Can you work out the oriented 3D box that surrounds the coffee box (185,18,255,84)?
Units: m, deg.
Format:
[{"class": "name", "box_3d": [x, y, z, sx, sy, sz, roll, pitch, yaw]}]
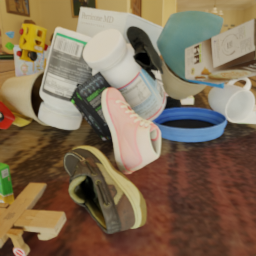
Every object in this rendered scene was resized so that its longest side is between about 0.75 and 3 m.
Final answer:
[{"class": "coffee box", "box_3d": [2.097, -1.417, 5.600, 1.017, 0.709, 1.778, 2, -3, -27]}]

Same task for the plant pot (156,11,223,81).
[{"class": "plant pot", "box_3d": [1.737, -2.759, 8.790, 1.441, 2.139, 2.139, 26, 18, -5]}]

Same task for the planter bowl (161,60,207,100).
[{"class": "planter bowl", "box_3d": [1.906, -1.767, 9.894, 1.798, 1.210, 1.798, 8, 53, -11]}]

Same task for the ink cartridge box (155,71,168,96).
[{"class": "ink cartridge box", "box_3d": [1.276, -1.740, 11.302, 1.129, 1.541, 0.638, 19, -32, -38]}]

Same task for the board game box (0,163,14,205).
[{"class": "board game box", "box_3d": [-2.583, 0.969, 5.224, 1.007, 0.771, 0.203, 10, 21, 29]}]

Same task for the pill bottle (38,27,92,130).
[{"class": "pill bottle", "box_3d": [-1.793, -1.478, 8.655, 1.588, 2.808, 1.588, 18, 14, -5]}]

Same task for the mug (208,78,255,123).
[{"class": "mug", "box_3d": [3.460, -1.072, 9.399, 1.110, 1.503, 1.318, 30, 10, -29]}]

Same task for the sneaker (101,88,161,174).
[{"class": "sneaker", "box_3d": [0.119, -0.102, 5.651, 0.984, 1.883, 0.709, -26, -23, 28]}]

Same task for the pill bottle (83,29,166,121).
[{"class": "pill bottle", "box_3d": [-0.061, -1.396, 8.072, 1.499, 2.756, 1.499, -16, 51, 22]}]

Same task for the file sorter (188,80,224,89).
[{"class": "file sorter", "box_3d": [2.430, -1.873, 8.632, 1.254, 0.870, 0.769, 21, 71, 39]}]

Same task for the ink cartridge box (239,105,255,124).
[{"class": "ink cartridge box", "box_3d": [4.423, -0.534, 10.040, 0.789, 0.453, 1.346, 4, 18, 30]}]

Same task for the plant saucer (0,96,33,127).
[{"class": "plant saucer", "box_3d": [-4.042, -0.570, 9.567, 1.599, 0.387, 1.599, 25, 11, -16]}]

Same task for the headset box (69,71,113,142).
[{"class": "headset box", "box_3d": [-0.725, -0.516, 7.275, 0.776, 1.674, 1.457, -40, 8, -16]}]

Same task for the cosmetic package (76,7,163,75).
[{"class": "cosmetic package", "box_3d": [-0.433, -2.567, 10.121, 2.295, 2.743, 2.281, 24, 18, 36]}]

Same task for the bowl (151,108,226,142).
[{"class": "bowl", "box_3d": [1.881, -0.132, 8.847, 2.311, 0.454, 2.311, -3, 19, 1]}]

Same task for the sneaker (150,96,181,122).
[{"class": "sneaker", "box_3d": [0.805, -0.624, 10.253, 2.297, 0.809, 1.074, -19, 1, -29]}]

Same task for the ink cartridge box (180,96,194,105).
[{"class": "ink cartridge box", "box_3d": [2.631, -1.303, 12.654, 0.532, 0.306, 0.909, 1, 19, 4]}]

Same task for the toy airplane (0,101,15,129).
[{"class": "toy airplane", "box_3d": [-4.927, -1.034, 7.640, 2.981, 2.969, 2.104, -11, 40, -12]}]

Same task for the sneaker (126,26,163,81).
[{"class": "sneaker", "box_3d": [0.376, -1.902, 6.965, 0.498, 1.658, 0.865, -37, -6, 26]}]

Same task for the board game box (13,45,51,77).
[{"class": "board game box", "box_3d": [-2.971, -1.857, 10.682, 2.459, 2.465, 0.507, -3, 17, -19]}]

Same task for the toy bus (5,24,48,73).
[{"class": "toy bus", "box_3d": [-2.785, -2.379, 8.171, 0.653, 1.263, 1.192, 17, 55, 36]}]

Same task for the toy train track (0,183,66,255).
[{"class": "toy train track", "box_3d": [-2.265, 1.490, 4.316, 2.805, 0.456, 1.609, -1, 25, 16]}]

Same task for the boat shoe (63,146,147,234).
[{"class": "boat shoe", "box_3d": [-0.675, 0.991, 4.999, 0.802, 0.872, 2.440, -8, 24, -36]}]

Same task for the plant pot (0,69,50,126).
[{"class": "plant pot", "box_3d": [-3.231, -1.069, 9.439, 1.694, 1.850, 1.850, 7, 20, 27]}]
